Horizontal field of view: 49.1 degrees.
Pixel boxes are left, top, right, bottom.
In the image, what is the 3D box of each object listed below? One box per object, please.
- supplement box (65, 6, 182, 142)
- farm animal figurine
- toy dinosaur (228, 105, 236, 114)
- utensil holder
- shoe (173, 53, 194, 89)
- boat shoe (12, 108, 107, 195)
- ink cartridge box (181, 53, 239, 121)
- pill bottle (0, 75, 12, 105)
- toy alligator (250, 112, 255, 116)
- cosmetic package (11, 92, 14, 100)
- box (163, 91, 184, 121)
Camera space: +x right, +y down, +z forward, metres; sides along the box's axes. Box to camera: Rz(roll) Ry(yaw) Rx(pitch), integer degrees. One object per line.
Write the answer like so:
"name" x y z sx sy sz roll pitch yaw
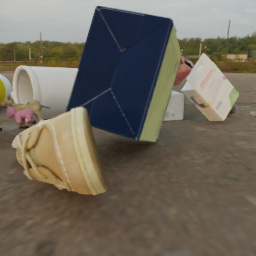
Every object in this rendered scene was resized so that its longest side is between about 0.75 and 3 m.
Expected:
"supplement box" 0.060 -0.872 5.505 1.365 2.034 2.032 17 1 16
"farm animal figurine" -2.982 -0.364 6.221 1.791 0.944 1.811 -18 -8 24
"toy dinosaur" 3.153 -0.843 10.170 1.044 0.562 2.370 16 14 3
"utensil holder" -2.376 -1.122 8.893 1.975 1.678 1.678 -10 17 -40
"shoe" 1.344 -2.161 10.015 1.270 0.998 2.793 -37 -22 30
"boat shoe" -0.993 0.361 3.760 0.951 1.056 2.926 -14 5 -17
"ink cartridge box" 2.277 -1.142 8.074 1.795 1.051 0.604 42 -16 -24
"pill bottle" -5.355 -1.302 10.152 1.436 1.436 2.513 1 14 3
"toy alligator" 4.824 -0.538 8.631 0.694 0.635 2.340 -8 16 -30
"cosmetic package" -5.898 -1.499 13.358 1.193 0.308 0.899 -6 13 -24
"box" 0.702 -0.928 9.824 1.619 0.835 2.776 -2 13 -9
